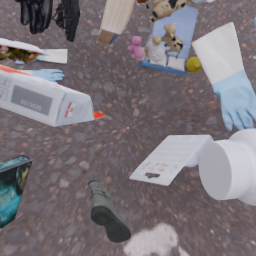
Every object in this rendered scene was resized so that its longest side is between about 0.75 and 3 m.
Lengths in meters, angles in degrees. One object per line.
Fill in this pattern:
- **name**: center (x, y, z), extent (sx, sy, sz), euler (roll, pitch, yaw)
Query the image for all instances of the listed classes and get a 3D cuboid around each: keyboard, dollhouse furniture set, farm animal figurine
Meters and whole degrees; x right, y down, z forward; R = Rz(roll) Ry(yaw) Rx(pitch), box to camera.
- **keyboard**: center (-1.887, -3.554, 8.052), extent (0.548, 1.438, 2.764), euler (3, 51, -22)
- **dollhouse furniture set**: center (0.853, -2.778, 6.594), extent (2.706, 1.766, 2.555), euler (13, 96, -12)
- **farm animal figurine**: center (0.612, -1.860, 5.015), extent (1.094, 0.681, 1.354), euler (0, 95, -37)

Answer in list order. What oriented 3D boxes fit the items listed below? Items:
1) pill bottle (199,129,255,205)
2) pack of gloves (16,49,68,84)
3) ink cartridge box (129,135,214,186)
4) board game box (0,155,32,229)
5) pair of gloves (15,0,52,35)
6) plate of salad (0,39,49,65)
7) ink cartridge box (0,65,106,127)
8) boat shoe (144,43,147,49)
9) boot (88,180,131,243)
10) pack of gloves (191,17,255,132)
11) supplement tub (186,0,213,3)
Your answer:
- **pill bottle**: center (2.665, 0.687, 5.213), extent (2.468, 1.375, 1.375), euler (-3, 61, -16)
- **pack of gloves**: center (-3.088, -2.182, 9.572), extent (1.884, 0.372, 1.583), euler (-1, 61, 0)
- **ink cartridge box**: center (0.957, 0.740, 6.042), extent (1.572, 1.275, 0.394), euler (-45, 113, -29)
- **board game box**: center (-1.826, 0.979, 3.550), extent (0.219, 1.553, 1.050), euler (21, 99, 8)
- **pair of gloves**: center (-2.774, -3.473, 6.608), extent (2.370, 2.111, 0.293), euler (30, 50, 7)
- **plate of salad**: center (-2.019, -1.266, 4.662), extent (1.358, 1.358, 0.326), euler (10, 99, 5)
- **ink cartridge box**: center (-1.485, -0.653, 4.920), extent (1.930, 2.379, 0.596), euler (19, 102, 10)
- **boat shoe**: center (0.637, -2.625, 9.815), extent (0.349, 0.343, 0.968), euler (4, 62, 2)
- **boot**: center (-0.279, 1.290, 4.385), extent (0.345, 1.019, 0.665), euler (-25, 36, 8)
- **pack of gloves**: center (2.904, -1.135, 6.039), extent (2.205, 2.625, 0.518), euler (-27, 21, 4)
- **supplement tub**: center (1.555, -3.723, 7.031), extent (1.359, 0.983, 0.983), euler (30, 65, 31)
